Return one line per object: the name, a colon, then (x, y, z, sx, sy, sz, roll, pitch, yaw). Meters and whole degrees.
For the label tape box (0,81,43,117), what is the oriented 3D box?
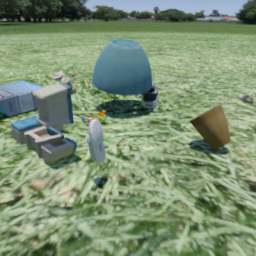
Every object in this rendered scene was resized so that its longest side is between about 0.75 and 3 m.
label tape box: (-5.029, -1.164, 11.635, 1.917, 0.885, 2.676, 19, 32, 38)

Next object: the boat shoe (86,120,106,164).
boat shoe: (-0.800, 0.317, 6.552, 0.386, 1.128, 0.406, 9, 38, 26)

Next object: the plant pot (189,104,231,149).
plant pot: (2.548, 0.019, 8.361, 1.041, 1.118, 1.041, -28, -2, -1)

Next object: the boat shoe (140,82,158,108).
boat shoe: (0.947, -1.702, 12.900, 0.887, 0.820, 2.401, 3, 24, 7)

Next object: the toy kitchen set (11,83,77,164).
toy kitchen set: (-2.361, -0.461, 8.401, 1.565, 2.128, 2.657, -21, 31, -38)

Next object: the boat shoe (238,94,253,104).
boat shoe: (5.406, -1.385, 12.811, 0.345, 0.316, 0.923, -7, 25, -17)

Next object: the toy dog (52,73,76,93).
toy dog: (-3.349, -2.189, 14.105, 0.804, 1.101, 1.670, -44, 30, -14)

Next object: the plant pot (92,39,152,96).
plant pot: (-0.187, -2.551, 11.133, 2.472, 1.665, 2.472, 4, 31, -3)

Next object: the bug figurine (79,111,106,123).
bug figurine: (-1.280, -0.381, 10.459, 0.998, 0.257, 0.774, -11, 25, -21)
